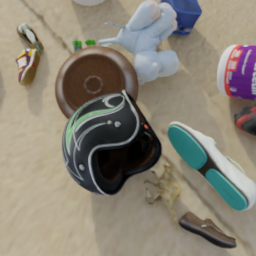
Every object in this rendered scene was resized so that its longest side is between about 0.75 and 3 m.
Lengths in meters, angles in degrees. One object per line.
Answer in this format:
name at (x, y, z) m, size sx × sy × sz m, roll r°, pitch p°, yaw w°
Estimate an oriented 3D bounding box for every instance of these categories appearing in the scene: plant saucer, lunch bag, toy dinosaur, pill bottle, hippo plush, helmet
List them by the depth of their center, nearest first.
helmet at (-0.511, 0.384, 6.713) m, size 2.162 × 2.268 × 2.268 m, roll -33°, pitch 66°, yaw 8°
toy dinosaur at (0.896, 1.673, 6.967) m, size 0.909 × 0.523 × 1.799 m, roll -4°, pitch 63°, yaw -3°
pill bottle at (3.875, -1.416, 7.451) m, size 2.662 × 1.497 × 1.497 m, roll 15°, pitch 60°, yaw 39°
plant saucer at (-0.935, -1.159, 7.882) m, size 2.462 × 0.450 × 2.462 m, roll 0°, pitch 87°, yaw 4°
hippo plush at (0.648, -2.410, 8.246) m, size 2.338 × 1.863 × 1.880 m, roll -11°, pitch 72°, yaw -23°
lunch bag at (1.675, -3.869, 9.453) m, size 1.111 × 1.082 × 1.635 m, roll 0°, pitch 61°, yaw -19°

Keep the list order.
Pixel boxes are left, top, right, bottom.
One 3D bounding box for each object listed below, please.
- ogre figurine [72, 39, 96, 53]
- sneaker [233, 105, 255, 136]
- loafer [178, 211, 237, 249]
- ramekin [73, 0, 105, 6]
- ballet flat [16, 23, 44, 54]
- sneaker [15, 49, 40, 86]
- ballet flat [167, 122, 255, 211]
ogre figurine at (-0.902, -1.985, 8.621) m, size 0.855 × 1.743 × 1.045 m, roll -10°, pitch 66°, yaw 45°
sneaker at (4.161, 0.114, 7.394) m, size 2.621 × 0.926 × 1.280 m, roll 10°, pitch 49°, yaw 6°
loafer at (1.894, 2.350, 6.571) m, size 1.376 × 0.503 × 0.488 m, roll 23°, pitch 62°, yaw 19°
ramekin at (-1.466, -5.388, 10.246) m, size 1.894 × 0.994 × 1.894 m, roll 0°, pitch 63°, yaw 0°
ballet flat at (-3.330, -3.111, 9.342) m, size 0.526 × 0.561 × 1.552 m, roll -31°, pitch 67°, yaw -14°
sneaker at (-3.258, -1.883, 8.799) m, size 0.640 × 0.532 × 1.420 m, roll 3°, pitch 57°, yaw 11°
ballet flat at (2.170, 0.854, 7.260) m, size 0.971 × 0.971 × 2.795 m, roll -37°, pitch 72°, yaw -17°
